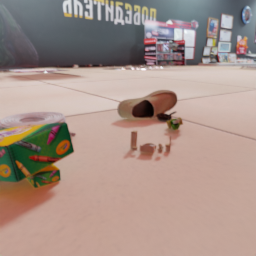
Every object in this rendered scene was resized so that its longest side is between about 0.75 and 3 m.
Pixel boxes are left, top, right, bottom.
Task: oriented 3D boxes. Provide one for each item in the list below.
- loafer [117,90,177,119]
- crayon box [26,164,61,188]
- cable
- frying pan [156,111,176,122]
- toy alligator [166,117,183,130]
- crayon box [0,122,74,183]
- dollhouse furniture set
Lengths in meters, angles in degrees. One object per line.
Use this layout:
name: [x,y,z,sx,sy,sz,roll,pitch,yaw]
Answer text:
loafer: [0.935,-0.835,11.292,2.720,1.029,0.929,-17,26,-21]
crayon box: [-1.955,0.960,6.194,0.575,0.282,0.968,-13,20,-35]
cable: [-2.965,0.001,8.734,2.072,0.717,2.072,15,22,42]
frying pan: [1.488,-0.484,11.133,0.618,0.166,1.022,18,31,19]
toy alligator: [1.591,-0.099,9.466,0.521,0.378,1.573,-17,2,9]
crayon box: [-2.604,0.488,6.047,2.492,0.726,1.480,-4,15,34]
dollhouse furniture set: [0.607,0.379,7.678,1.102,0.488,0.571,4,7,12]
